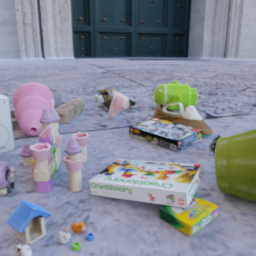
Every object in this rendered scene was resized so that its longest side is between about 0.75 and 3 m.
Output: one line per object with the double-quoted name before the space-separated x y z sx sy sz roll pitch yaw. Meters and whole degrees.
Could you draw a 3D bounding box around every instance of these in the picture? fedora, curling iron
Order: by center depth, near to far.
"curling iron" 3.682 0.547 9.184 2.607 0.646 0.333 -1 23 -29
"fedora" -4.417 -1.425 14.185 2.475 1.117 2.189 -2 19 -8

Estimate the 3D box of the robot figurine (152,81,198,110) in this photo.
"robot figurine" 2.372 -1.603 14.405 2.271 1.314 1.993 2 35 2

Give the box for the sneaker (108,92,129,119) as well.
"sneaker" -0.412 -0.867 12.445 0.790 1.512 0.569 18 43 -3

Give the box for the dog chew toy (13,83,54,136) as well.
"dog chew toy" -3.792 -0.689 11.239 1.647 1.647 2.645 -5 37 -13

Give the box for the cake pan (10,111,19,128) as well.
"cake pan" -5.385 -0.345 12.168 1.904 0.349 1.904 0 18 0

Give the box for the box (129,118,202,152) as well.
"box" 1.353 0.189 10.413 2.257 0.450 1.545 17 25 41

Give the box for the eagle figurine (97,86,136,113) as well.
"eagle figurine" -0.767 -1.406 14.498 1.443 1.435 1.902 -44 67 -7

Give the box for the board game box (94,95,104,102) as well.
"board game box" -1.198 -1.830 16.779 1.426 0.244 0.958 -7 20 -20

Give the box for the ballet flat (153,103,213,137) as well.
"ballet flat" 2.184 -0.464 11.421 0.962 1.026 2.837 -5 18 -41

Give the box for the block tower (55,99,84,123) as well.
"block tower" -2.727 -0.817 13.150 0.629 0.674 2.331 4 17 11

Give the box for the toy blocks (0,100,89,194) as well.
"toy blocks" -2.252 0.410 7.443 2.275 1.915 2.126 -1 19 -4

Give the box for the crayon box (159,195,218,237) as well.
"crayon box" 1.279 1.773 5.892 0.952 0.278 0.822 -17 23 -39

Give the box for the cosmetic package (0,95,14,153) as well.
"cosmetic package" -4.858 0.079 8.565 0.627 1.830 2.428 17 25 42

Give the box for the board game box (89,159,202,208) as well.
"board game box" 0.448 1.255 6.780 2.370 0.410 1.496 0 15 26

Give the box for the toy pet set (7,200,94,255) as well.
"toy pet set" -1.510 1.814 5.160 1.239 0.705 1.327 15 23 38

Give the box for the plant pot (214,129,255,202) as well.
"plant pot" 3.129 0.854 6.428 2.020 2.098 2.098 -3 15 29
